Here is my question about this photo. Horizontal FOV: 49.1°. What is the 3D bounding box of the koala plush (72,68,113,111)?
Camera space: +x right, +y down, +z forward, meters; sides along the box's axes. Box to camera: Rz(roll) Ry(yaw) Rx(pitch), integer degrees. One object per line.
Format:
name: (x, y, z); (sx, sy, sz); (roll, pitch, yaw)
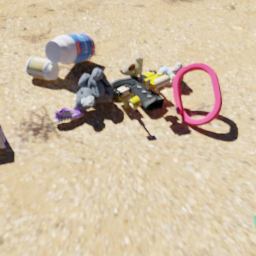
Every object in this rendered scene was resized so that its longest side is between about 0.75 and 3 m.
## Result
koala plush: (-1.458, -1.261, 10.934); (1.371, 1.421, 1.546); (-10, 35, 52)

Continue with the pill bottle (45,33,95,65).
pill bottle: (-2.636, -3.592, 12.815); (1.308, 1.308, 2.331); (21, 30, 20)

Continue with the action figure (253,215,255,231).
action figure: (3.568, 3.076, 7.003); (0.932, 0.431, 1.578); (12, 52, 10)

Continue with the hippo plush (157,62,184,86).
hippo plush: (1.843, -2.529, 12.398); (1.002, 0.992, 1.246); (20, 48, 19)

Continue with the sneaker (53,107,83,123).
sneaker: (-2.268, -0.555, 10.556); (1.152, 0.509, 0.463); (-14, 19, -23)

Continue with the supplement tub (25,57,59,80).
supplement tub: (-3.829, -2.642, 12.582); (1.251, 0.905, 0.905); (14, 46, 13)

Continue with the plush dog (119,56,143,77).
plush dog: (0.168, -2.542, 12.346); (0.960, 1.118, 0.897); (-20, 90, -38)

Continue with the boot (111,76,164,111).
boot: (0.262, -1.290, 11.436); (1.627, 0.648, 1.974); (-26, 54, -22)

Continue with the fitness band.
fitness band: (2.586, -1.261, 10.530); (1.731, 0.451, 2.410); (-14, 73, 26)

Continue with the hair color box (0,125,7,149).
hair color box: (-5.060, 0.382, 9.460); (1.587, 0.868, 0.514); (-10, 43, -9)

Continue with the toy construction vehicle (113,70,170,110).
toy construction vehicle: (0.605, -1.489, 11.054); (2.018, 0.816, 2.318); (-27, 21, -11)
